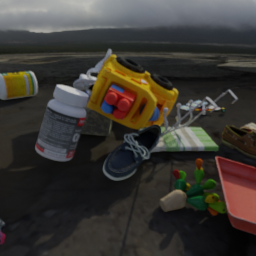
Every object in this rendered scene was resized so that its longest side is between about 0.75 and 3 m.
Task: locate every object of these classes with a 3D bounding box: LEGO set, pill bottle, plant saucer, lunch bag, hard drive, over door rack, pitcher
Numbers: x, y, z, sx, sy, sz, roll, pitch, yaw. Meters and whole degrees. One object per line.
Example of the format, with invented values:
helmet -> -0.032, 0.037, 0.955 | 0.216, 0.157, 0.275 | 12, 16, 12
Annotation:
LEGO set -> 3.830, -1.114, 14.218 | 1.558, 0.512, 2.085 | -17, 26, -30
pill bottle -> -6.813, -2.437, 16.311 | 2.629, 1.483, 1.483 | -14, 24, -33
plant saucer -> 3.110, 1.655, 6.015 | 2.445, 0.450, 2.449 | 17, 21, 5
lunch bag -> -1.499, -0.571, 11.478 | 1.740, 1.247, 2.121 | 5, 23, 0
hard drive -> -1.107, -1.744, 12.637 | 1.843, 0.354, 2.793 | 11, 19, -22
pill bottle -> -1.944, -0.149, 8.405 | 1.167, 2.050, 1.167 | 19, 12, -4
over door rack -> 2.076, -0.583, 9.242 | 1.822, 0.822, 2.466 | -20, -9, -47
pitcher -> -0.516, -1.897, 11.151 | 1.736, 2.024, 1.227 | -25, 37, 45

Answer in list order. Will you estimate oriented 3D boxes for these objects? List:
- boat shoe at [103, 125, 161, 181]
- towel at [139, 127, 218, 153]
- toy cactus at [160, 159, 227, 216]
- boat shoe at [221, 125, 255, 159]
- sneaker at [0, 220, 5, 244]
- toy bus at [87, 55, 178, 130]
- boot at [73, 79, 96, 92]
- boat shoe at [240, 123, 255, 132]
boat shoe -> 0.229, 0.634, 8.178 | 0.946, 0.782, 2.528 | 42, 41, 17
towel -> 1.715, 0.465, 10.182 | 2.555, 0.392, 1.906 | 1, 22, -4
toy cactus -> 1.490, 1.523, 6.636 | 1.528, 0.947, 1.852 | -18, 34, -19
boat shoe -> 4.085, 0.475, 9.484 | 0.749, 0.707, 2.081 | -16, 25, -37
sneaker -> -2.790, 1.979, 5.807 | 0.462, 0.499, 1.239 | 8, 23, -24
toy bus -> 0.146, -0.883, 9.183 | 2.887, 1.959, 2.771 | 26, 21, -6
boot -> -1.518, -1.623, 10.742 | 1.281, 0.471, 0.612 | -2, 20, 3
boat shoe -> 4.607, 0.358, 10.064 | 0.611, 0.652, 1.767 | -12, 19, -3
